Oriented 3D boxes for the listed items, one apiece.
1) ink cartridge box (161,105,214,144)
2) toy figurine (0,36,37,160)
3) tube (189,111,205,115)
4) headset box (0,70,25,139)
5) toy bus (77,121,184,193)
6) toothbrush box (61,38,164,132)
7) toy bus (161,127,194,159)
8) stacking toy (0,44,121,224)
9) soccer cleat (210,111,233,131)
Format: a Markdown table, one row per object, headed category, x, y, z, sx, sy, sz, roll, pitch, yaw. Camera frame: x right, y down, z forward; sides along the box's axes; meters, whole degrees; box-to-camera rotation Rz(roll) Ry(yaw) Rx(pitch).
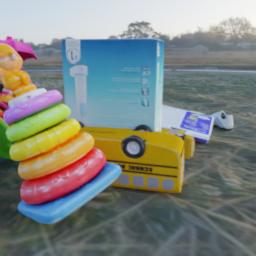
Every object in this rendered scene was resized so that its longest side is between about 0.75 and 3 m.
| category | x | y | z | sx | sy | sz | roll | pitch | yaw |
| --- | --- | --- | --- | --- | --- | --- | --- | --- | --- |
| ink cartridge box | 1.643 | -0.080 | 8.726 | 1.840 | 0.403 | 1.857 | 15 | 26 | 15 |
| toy figurine | -2.899 | -0.897 | 6.615 | 1.954 | 2.602 | 2.395 | 8 | 57 | 19 |
| tube | 1.488 | -0.439 | 10.474 | 2.565 | 0.666 | 0.744 | 2 | 29 | 2 |
| headset box | -3.907 | -0.709 | 7.847 | 0.922 | 2.388 | 1.777 | 20 | 22 | 29 |
| toy bus | -0.313 | 0.543 | 5.726 | 2.831 | 1.108 | 0.921 | 3 | 16 | 15 |
| toothbrush box | -0.293 | -0.579 | 6.571 | 2.106 | 2.876 | 1.227 | 3 | 15 | 14 |
| toy bus | 0.886 | 0.337 | 7.580 | 1.868 | 0.608 | 0.731 | 9 | 16 | 31 |
| stacking toy | -1.398 | -0.041 | 4.412 | 1.480 | 2.696 | 1.565 | -32 | 12 | -38 |
| soccer cleat | 3.221 | -0.335 | 10.068 | 0.501 | 0.619 | 1.434 | -7 | 16 | -25 |
